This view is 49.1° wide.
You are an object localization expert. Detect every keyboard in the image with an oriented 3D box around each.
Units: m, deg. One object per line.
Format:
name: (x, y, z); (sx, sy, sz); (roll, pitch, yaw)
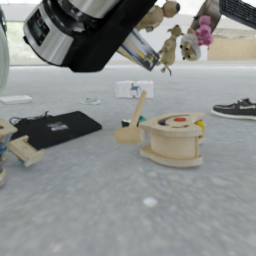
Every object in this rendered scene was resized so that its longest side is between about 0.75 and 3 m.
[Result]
keyboard: (3.016, -3.229, 7.346); (1.758, 1.117, 0.181); (6, -12, -31)
keyboard: (-1.951, 0.095, 7.247); (1.351, 0.515, 2.597); (34, 29, 24)

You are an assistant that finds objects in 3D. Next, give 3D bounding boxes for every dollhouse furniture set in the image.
dollhouse furniture set: (-2.310, 0.510, 5.179); (1.097, 0.773, 0.769); (35, 25, 11)

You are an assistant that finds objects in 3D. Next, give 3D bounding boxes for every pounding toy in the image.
pounding toy: (0.954, -0.087, 5.699); (1.378, 1.383, 2.410); (6, 16, 36)

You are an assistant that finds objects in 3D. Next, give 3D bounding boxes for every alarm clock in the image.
alarm clock: (2.684, -3.813, 9.413); (0.739, 2.221, 1.498); (27, 17, -6)

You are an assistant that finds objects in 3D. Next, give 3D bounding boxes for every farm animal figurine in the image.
farm animal figurine: (1.270, -3.126, 8.672); (2.725, 2.201, 1.370); (43, 46, -2)

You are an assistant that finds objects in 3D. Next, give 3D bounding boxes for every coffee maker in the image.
coffee maker: (-0.381, -2.302, 5.342); (2.478, 1.738, 2.580); (14, -38, -35)

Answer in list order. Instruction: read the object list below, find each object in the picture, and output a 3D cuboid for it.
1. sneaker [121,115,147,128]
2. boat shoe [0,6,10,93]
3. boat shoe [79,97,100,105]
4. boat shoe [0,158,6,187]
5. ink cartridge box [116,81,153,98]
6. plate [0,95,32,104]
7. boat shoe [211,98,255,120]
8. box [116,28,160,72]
sneaker: (0.254, -0.055, 7.511); (0.628, 0.435, 1.040); (-15, 17, -15)
boat shoe: (-3.130, -2.208, 6.069); (1.107, 2.928, 0.883); (0, 29, -9)
boat shoe: (-1.625, -1.170, 11.832); (0.958, 0.307, 0.353); (7, 16, 24)
boat shoe: (-3.007, 0.642, 4.087); (2.211, 0.811, 0.824); (-8, 17, -28)
ink cartridge box: (0.334, -1.892, 13.700); (1.743, 0.749, 1.277); (0, 15, 5)
plate: (-4.926, -1.227, 12.269); (1.196, 0.193, 1.193); (-9, 19, -32)
boat shoe: (3.857, -0.627, 9.043); (2.310, 0.697, 0.853); (12, 19, 39)
box: (-0.311, -2.544, 7.656); (1.759, 0.537, 2.221); (38, 5, 35)
